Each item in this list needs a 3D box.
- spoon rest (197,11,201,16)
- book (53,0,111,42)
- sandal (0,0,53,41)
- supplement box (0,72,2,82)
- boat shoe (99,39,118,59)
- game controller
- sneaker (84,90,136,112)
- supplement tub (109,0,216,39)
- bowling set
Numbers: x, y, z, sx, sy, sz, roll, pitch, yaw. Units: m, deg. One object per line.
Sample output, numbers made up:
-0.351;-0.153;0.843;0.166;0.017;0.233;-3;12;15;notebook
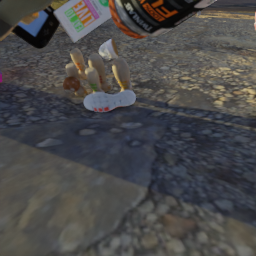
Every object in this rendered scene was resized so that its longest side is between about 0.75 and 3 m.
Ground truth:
2.666;-3.839;7.785;1.796;0.892;0.544;-25;58;15;spoon rest
-1.478;-3.899;9.565;1.740;1.163;0.418;-37;18;-5;book
-2.642;-2.813;6.771;2.182;0.800;0.718;-50;15;-18;sandal
-5.743;-1.869;9.656;1.403;1.374;2.715;2;27;4;supplement box
-0.556;-2.127;7.788;0.502;0.512;1.447;-14;10;1;boat shoe
-3.382;-3.742;9.051;0.597;1.479;2.836;43;7;25;game controller
-0.573;-0.793;8.671;1.574;0.606;0.644;-5;0;-9;sneaker
0.769;-2.679;5.057;1.519;1.519;2.479;-21;3;-35;supplement tub
-1.352;-1.457;9.279;2.697;1.448;1.877;24;54;36;bowling set
